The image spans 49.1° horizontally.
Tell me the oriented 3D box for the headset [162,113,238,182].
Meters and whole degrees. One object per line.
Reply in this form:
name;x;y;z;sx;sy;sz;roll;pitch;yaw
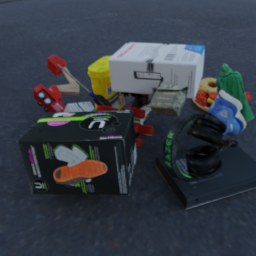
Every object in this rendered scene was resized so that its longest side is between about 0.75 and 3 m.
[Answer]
headset;1.982;0.461;7.724;2.872;1.774;1.349;-1;9;-35

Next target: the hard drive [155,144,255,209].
hard drive;2.562;1.305;8.703;2.873;0.472;2.005;-11;34;-17

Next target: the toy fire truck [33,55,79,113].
toy fire truck;-2.633;-1.429;11.128;2.769;0.675;1.953;43;60;5

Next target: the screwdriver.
screwdriver;-1.572;-1.393;10.184;0.398;2.736;0.382;-30;42;30

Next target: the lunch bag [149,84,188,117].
lunch bag;1.166;-0.850;7.876;0.791;0.567;0.964;9;65;36

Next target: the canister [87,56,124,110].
canister;-0.807;-1.644;11.379;0.905;2.092;1.553;15;41;25

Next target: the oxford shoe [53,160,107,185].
oxford shoe;-0.865;0.838;5.146;0.953;0.348;0.340;-7;54;-10

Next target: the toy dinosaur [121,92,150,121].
toy dinosaur;0.447;-1.378;11.431;1.069;1.421;2.093;-28;63;15

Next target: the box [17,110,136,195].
box;-1.228;0.620;7.797;2.697;1.676;2.003;-1;25;8

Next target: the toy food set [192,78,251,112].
toy food set;4.109;-1.388;12.457;2.460;0.605;2.486;19;39;24

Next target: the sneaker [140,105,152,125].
sneaker;0.435;-0.352;10.712;1.398;0.525;0.567;-38;77;3

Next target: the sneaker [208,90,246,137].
sneaker;2.973;-0.237;8.870;1.098;2.463;0.968;-46;55;4

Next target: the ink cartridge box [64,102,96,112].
ink cartridge box;-1.713;-0.523;10.241;1.029;0.428;0.755;-13;60;-43

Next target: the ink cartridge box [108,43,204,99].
ink cartridge box;1.015;-2.020;9.482;2.803;1.182;2.046;8;34;19

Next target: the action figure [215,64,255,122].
action figure;3.471;-1.145;9.546;1.363;2.308;0.631;-16;36;11

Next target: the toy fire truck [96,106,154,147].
toy fire truck;-0.217;0.025;9.720;2.206;1.237;1.852;5;-5;5
